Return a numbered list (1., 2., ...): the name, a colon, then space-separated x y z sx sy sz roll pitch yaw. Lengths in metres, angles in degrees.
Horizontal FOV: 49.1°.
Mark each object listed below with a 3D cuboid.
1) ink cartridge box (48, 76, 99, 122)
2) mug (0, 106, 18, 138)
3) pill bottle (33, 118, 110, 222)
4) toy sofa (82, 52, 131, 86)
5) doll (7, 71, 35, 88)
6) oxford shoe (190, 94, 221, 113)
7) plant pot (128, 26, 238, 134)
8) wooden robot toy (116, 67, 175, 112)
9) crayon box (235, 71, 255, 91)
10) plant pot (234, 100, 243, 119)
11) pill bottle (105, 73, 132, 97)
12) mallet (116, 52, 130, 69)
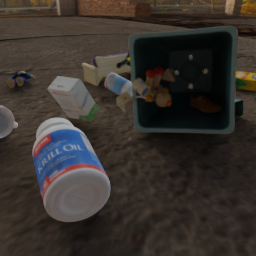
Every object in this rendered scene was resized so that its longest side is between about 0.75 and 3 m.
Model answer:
1. ink cartridge box: -1.731 -0.921 8.967 1.027 1.413 0.618 12 60 33
2. mug: -4.022 -0.214 8.521 1.149 0.967 1.310 11 -3 43
3. pill bottle: -1.324 0.727 5.953 1.271 1.271 2.265 -12 35 -22
4. toy sofa: -0.765 -3.000 13.394 2.695 1.315 1.116 -20 34 -33
5. doll: -4.955 -2.271 12.887 1.276 0.453 1.870 -12 22 -7
6. oxford shoe: 2.474 -0.810 9.125 0.445 0.445 1.247 -30 34 -25
7. plant pot: 1.843 -1.634 8.913 2.829 2.821 2.881 1 19 17
8. wooden robot toy: 0.789 -0.990 7.834 2.177 0.959 0.988 -28 62 -31
9. crayon box: 5.365 -2.107 12.557 1.876 0.476 1.191 14 30 24
10. plant pot: 3.482 -0.693 9.743 0.559 0.558 0.790 -17 19 -31
11. pill bottle: -0.270 -1.667 11.277 1.266 0.688 0.688 31 38 21
12. mallet: 0.002 -2.238 8.984 0.379 0.606 1.839 31 20 1
